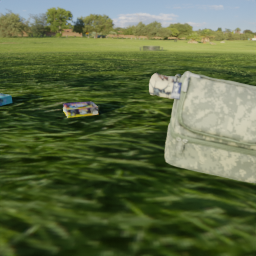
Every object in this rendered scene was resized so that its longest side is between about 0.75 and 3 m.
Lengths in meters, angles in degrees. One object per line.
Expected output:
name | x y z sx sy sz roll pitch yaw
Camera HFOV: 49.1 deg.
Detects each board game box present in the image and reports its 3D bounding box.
board game box | -5.696 -1.089 11.363 1.099 0.342 1.456 9 21 26
board game box | -1.737 -0.691 10.236 1.113 0.316 0.920 -7 21 -21

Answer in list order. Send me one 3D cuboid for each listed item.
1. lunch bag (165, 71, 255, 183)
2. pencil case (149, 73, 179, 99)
lunch bag | 1.837 -0.093 5.644 2.124 1.781 1.480 13 20 8
pencil case | 2.107 -1.817 12.382 2.586 1.006 1.157 16 49 39
